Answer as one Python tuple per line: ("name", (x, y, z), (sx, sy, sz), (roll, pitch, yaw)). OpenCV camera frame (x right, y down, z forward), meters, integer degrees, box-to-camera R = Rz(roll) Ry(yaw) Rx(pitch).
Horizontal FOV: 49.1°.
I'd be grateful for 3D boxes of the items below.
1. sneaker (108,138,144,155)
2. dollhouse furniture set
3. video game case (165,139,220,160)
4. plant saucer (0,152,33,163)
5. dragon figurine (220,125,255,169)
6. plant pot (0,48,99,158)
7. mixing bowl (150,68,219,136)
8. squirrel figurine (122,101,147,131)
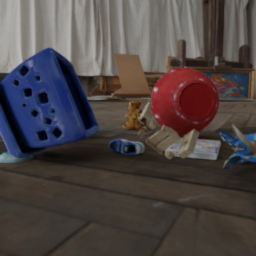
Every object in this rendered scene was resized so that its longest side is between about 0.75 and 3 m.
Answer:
("sneaker", (-0.109, 0.574, 8.451), (1.150, 0.425, 0.473), (3, 11, 22))
("dollhouse furniture set", (0.966, 0.103, 7.605), (0.849, 1.639, 0.725), (-43, 14, 48))
("video game case", (2.110, 0.626, 8.862), (1.455, 0.183, 2.032), (3, 9, 21))
("plant saucer", (-3.182, 0.776, 7.891), (0.958, 0.185, 0.958), (0, 8, 0))
("dragon figurine", (2.588, 0.480, 6.335), (2.938, 0.865, 1.460), (3, -10, -45))
("plant pot", (-2.329, -0.529, 7.805), (2.152, 2.394, 2.394), (-23, 2, 3))
("mixing bowl", (2.336, -0.987, 10.623), (2.767, 2.767, 1.499), (-1, 5, -6))
("squirrel figurine", (0.403, -0.573, 12.940), (0.988, 1.303, 1.397), (-1, 9, -26))
